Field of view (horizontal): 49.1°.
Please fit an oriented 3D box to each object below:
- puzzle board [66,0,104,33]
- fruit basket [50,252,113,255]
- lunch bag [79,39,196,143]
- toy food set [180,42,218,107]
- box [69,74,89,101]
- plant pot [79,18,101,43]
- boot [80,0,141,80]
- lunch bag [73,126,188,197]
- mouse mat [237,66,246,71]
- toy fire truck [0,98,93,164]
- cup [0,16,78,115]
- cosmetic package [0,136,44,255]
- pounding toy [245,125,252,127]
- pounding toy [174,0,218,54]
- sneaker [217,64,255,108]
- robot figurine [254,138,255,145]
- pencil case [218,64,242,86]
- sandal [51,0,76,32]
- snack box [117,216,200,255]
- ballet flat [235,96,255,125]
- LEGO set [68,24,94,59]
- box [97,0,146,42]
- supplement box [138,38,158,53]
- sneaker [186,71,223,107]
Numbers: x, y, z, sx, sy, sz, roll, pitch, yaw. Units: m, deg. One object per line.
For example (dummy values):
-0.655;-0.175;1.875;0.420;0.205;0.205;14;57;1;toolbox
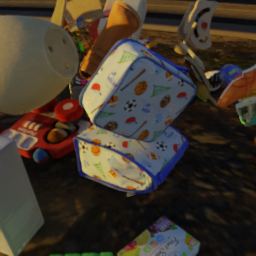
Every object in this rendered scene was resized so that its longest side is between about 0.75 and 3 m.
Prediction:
-1.403;-3.655;8.750;1.228;0.925;0.107;-19;-3;19;puzzle board
-0.840;2.920;4.612;1.605;1.158;1.605;-1;16;0;fruit basket
0.328;-0.725;6.096;2.453;1.966;0.927;16;27;-48;lunch bag
1.579;-1.180;6.647;0.331;1.648;1.138;-33;50;7;toy food set
-1.427;-1.619;11.464;1.878;0.996;1.148;-7;34;-12;box
-1.749;-5.826;17.006;2.178;2.240;2.240;11;34;3;plant pot
-0.642;-2.454;8.446;0.963;2.613;2.021;35;79;-5;boot
0.141;0.673;7.566;2.432;1.506;2.068;12;33;30;lunch bag
5.820;-2.274;12.739;1.691;0.079;2.101;21;30;1;mouse mat
-2.435;0.153;8.544;2.517;1.411;2.114;17;50;25;toy fire truck
-2.321;-1.680;6.961;1.797;2.513;2.513;-8;28;26;cup
-2.746;1.329;5.620;1.328;2.487;1.122;13;36;19;cosmetic package
5.295;-0.489;9.419;2.387;1.365;1.369;10;35;14;pounding toy
2.649;-3.547;10.130;1.266;2.214;1.270;23;6;-21;pounding toy
2.388;-0.825;5.349;1.532;0.559;0.591;-34;68;-4;sneaker
4.384;0.758;7.851;1.246;1.010;1.733;-8;34;-21;robot figurine
3.110;-1.324;7.768;0.633;0.569;1.458;-44;30;10;pencil case
-1.865;-3.369;8.434;0.702;2.133;0.782;-8;30;-38;sandal
0.627;2.549;5.696;1.410;0.374;1.003;-28;42;-35;snack box
2.966;-0.660;6.647;0.767;2.178;0.733;-21;57;7;ballet flat
-1.682;-3.537;10.711;1.139;1.511;1.965;-31;2;-19;LEGO set
-0.169;-4.177;10.804;1.308;1.535;2.400;12;71;8;box
0.607;-3.682;14.200;1.463;1.443;0.972;19;38;26;supplement box
2.871;-1.839;11.744;2.977;1.097;1.191;-22;37;-30;sneaker
